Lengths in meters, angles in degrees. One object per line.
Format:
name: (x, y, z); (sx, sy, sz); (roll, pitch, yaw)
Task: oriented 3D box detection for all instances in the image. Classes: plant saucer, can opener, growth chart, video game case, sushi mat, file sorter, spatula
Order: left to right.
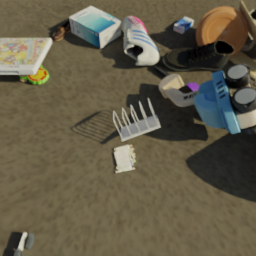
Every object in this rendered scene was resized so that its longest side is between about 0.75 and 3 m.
video game case: (-4.087, -2.649, 10.190); (2.085, 0.262, 2.291); (1, 43, 4)
can opener: (-2.407, 2.871, 6.346); (0.326, 0.260, 0.975); (3, 53, 6)
growth chart: (-0.094, 0.867, 8.004); (0.633, 0.078, 0.875); (-5, 52, -5)
file sorter: (0.218, -0.264, 8.080); (1.165, 0.726, 0.809); (-20, 24, 8)
spatula: (1.765, -1.645, 9.767); (2.285, 0.235, 0.646); (34, 32, 28)
plant saucer: (3.459, -3.491, 10.361); (1.863, 1.863, 0.301); (11, 17, 8)
sushi mat: (4.473, -2.338, 10.460); (0.747, 0.094, 1.561); (-25, 56, -19)
sushi mat: (4.622, -3.326, 10.105); (0.157, 1.245, 2.602); (-25, 69, 16)

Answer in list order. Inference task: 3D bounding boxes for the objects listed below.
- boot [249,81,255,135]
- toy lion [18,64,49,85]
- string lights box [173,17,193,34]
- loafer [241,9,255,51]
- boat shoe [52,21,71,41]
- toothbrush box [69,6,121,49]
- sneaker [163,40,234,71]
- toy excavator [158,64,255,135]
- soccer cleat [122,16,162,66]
boot: (3.868, -0.810, 8.874); (2.154, 0.746, 1.875); (18, 55, 16)
toy lion: (-3.344, -1.975, 10.056); (0.993, 0.356, 1.036); (4, 52, -4)
string lights box: (2.352, -4.371, 11.912); (0.452, 0.259, 0.879); (32, 58, 23)
loafer: (4.811, -3.953, 11.240); (0.814, 0.813, 2.328); (17, 54, 12)
boat shoe: (-2.747, -4.026, 11.574); (0.394, 0.394, 1.120); (24, 57, 15)
toothbrush box: (-1.335, -4.128, 11.410); (1.736, 0.740, 1.271); (34, 58, 22)
sneaker: (2.426, -2.615, 9.809); (2.297, 1.220, 0.859); (0, 78, -1)
toy excavator: (2.266, -0.874, 8.282); (2.715, 1.356, 2.640); (-16, 50, 21)
soccer cleat: (0.209, -3.370, 10.670); (1.174, 0.950, 2.719); (-17, 55, -21)
